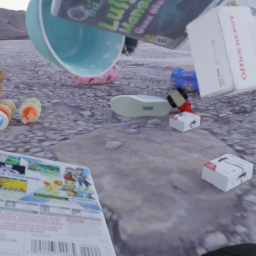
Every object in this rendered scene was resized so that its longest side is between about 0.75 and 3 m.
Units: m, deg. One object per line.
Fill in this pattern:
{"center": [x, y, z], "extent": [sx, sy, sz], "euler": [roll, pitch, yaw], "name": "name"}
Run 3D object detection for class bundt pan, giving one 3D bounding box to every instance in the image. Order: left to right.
{"center": [-0.205, -4.005, 10.154], "extent": [1.000, 2.664, 2.664], "euler": [14, 24, 12], "name": "bundt pan"}

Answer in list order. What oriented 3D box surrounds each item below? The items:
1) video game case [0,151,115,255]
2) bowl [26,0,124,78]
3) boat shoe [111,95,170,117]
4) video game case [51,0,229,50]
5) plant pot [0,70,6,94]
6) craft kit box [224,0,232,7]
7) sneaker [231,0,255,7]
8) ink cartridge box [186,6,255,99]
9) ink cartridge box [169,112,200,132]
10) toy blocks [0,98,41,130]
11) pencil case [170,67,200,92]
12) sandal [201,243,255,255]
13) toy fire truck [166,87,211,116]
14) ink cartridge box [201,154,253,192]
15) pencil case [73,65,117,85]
{"center": [-1.762, 1.051, 4.007], "extent": [2.880, 0.317, 2.626], "euler": [14, 16, -22], "name": "video game case"}
{"center": [-1.523, -2.770, 7.449], "extent": [1.473, 2.817, 2.817], "euler": [10, 23, 40], "name": "bowl"}
{"center": [0.399, -0.765, 9.507], "extent": [2.015, 0.703, 0.718], "euler": [4, 18, -8], "name": "boat shoe"}
{"center": [0.347, -2.215, 4.085], "extent": [2.532, 0.325, 2.785], "euler": [9, -18, -20], "name": "video game case"}
{"center": [-4.579, -0.985, 8.281], "extent": [2.085, 0.962, 2.085], "euler": [-15, 16, 4], "name": "plant pot"}
{"center": [2.683, -3.676, 8.554], "extent": [1.557, 0.382, 1.577], "euler": [17, 27, 35], "name": "craft kit box"}
{"center": [3.602, -3.457, 7.309], "extent": [1.272, 1.098, 2.902], "euler": [-20, 27, 38], "name": "sneaker"}
{"center": [1.895, -1.219, 4.545], "extent": [1.713, 1.247, 0.726], "euler": [-13, 1, -31], "name": "ink cartridge box"}
{"center": [1.704, -0.193, 8.441], "extent": [0.779, 0.323, 0.568], "euler": [-18, 28, -38], "name": "ink cartridge box"}
{"center": [-3.447, -0.362, 8.457], "extent": [1.451, 0.632, 1.741], "euler": [-4, 22, -10], "name": "toy blocks"}
{"center": [3.059, -2.067, 12.213], "extent": [2.561, 0.999, 1.112], "euler": [16, 1, 37], "name": "pencil case"}
{"center": [0.845, 1.848, 2.736], "extent": [2.840, 0.810, 1.128], "euler": [-16, 1, 6], "name": "sandal"}
{"center": [2.027, -0.727, 9.444], "extent": [0.821, 1.276, 1.123], "euler": [-38, 12, 12], "name": "toy fire truck"}
{"center": [2.012, 0.881, 5.682], "extent": [0.838, 0.351, 0.604], "euler": [-15, 26, -33], "name": "ink cartridge box"}
{"center": [-1.586, -2.649, 13.825], "extent": [2.136, 0.924, 0.884], "euler": [-7, 25, -20], "name": "pencil case"}
